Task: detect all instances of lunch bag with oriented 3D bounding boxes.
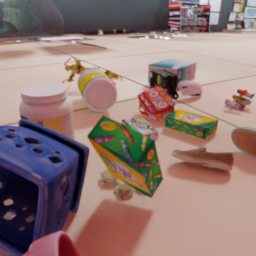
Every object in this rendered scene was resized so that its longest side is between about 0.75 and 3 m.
[{"bbox_3d":[1.165,-1.057,12.634,1.486,0.691,1.687,-22,47,-11],"label":"lunch bag"}]

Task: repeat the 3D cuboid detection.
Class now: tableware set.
[{"bbox_3d":[0.015,1.434,8.158,1.549,0.180,1.294,-20,32,-25],"label":"tableware set"}]

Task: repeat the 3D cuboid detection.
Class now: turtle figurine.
[{"bbox_3d":[-1.387,-3.243,17.529,1.928,0.770,2.390,4,22,7],"label":"turtle figurine"},{"bbox_3d":[-2.852,-3.288,16.359,2.079,2.578,0.830,8,60,-21],"label":"turtle figurine"}]

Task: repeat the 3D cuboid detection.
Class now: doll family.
[{"bbox_3d":[5.334,-1.267,13.748,1.625,0.732,1.009,-36,47,-25],"label":"doll family"}]

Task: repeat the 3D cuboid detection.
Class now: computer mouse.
[{"bbox_3d":[3.098,-2.137,14.808,2.361,1.294,0.518,-5,-16,-27],"label":"computer mouse"}]

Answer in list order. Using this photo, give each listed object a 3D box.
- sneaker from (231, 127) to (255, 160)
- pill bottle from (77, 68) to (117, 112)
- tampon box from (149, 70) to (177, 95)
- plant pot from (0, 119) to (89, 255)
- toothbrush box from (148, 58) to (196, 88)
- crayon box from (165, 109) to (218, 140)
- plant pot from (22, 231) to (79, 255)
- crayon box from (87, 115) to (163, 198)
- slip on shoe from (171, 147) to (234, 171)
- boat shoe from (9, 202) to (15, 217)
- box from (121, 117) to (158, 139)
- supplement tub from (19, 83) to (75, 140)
[{"bbox_3d":[4.880,0.608,9.349,2.729,0.974,1.090,24,27,34],"label":"sneaker"},{"bbox_3d":[-1.626,-2.014,13.899,1.610,1.610,2.948,-7,26,-14],"label":"pill bottle"},{"bbox_3d":[1.921,-2.511,15.650,0.954,1.133,1.511,-10,27,-21],"label":"tampon box"},{"bbox_3d":[-2.192,1.167,6.259,2.296,2.296,2.064,22,26,16],"label":"plant pot"},{"bbox_3d":[2.818,-3.546,17.778,2.057,1.198,2.809,16,29,30],"label":"toothbrush box"},{"bbox_3d":[2.548,-0.179,11.365,1.823,0.531,1.083,19,31,35],"label":"crayon box"},{"bbox_3d":[-1.460,2.676,4.134,1.578,1.763,1.763,-21,28,-5],"label":"plant pot"},{"bbox_3d":[0.027,0.765,6.674,1.345,2.265,0.660,26,68,25],"label":"crayon box"},{"bbox_3d":[2.332,0.868,8.816,1.892,0.573,0.719,12,1,20],"label":"slip on shoe"},{"bbox_3d":[-2.852,1.902,7.209,0.332,0.295,0.902,-2,25,-5],"label":"boat shoe"},{"bbox_3d":[0.445,0.020,11.249,0.892,0.281,1.621,-11,27,-22],"label":"box"},{"bbox_3d":[-2.641,-0.167,9.245,1.677,2.306,1.677,0,25,0],"label":"supplement tub"}]
